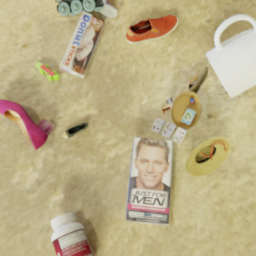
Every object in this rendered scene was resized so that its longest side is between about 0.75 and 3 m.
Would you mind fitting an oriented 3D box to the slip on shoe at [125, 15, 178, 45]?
[{"bbox_3d":[1.084,-4.421,12.315,2.528,0.773,0.936,-21,71,-8],"label":"slip on shoe"}]

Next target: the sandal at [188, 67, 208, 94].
[{"bbox_3d":[2.761,-1.866,11.527,0.473,0.703,1.751,27,68,21],"label":"sandal"}]

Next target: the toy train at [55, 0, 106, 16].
[{"bbox_3d":[-2.098,-5.666,12.084,2.479,1.057,1.413,2,111,26],"label":"toy train"}]

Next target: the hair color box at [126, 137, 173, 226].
[{"bbox_3d":[0.770,1.907,10.129,1.477,0.894,2.953,5,71,1],"label":"hair color box"}]

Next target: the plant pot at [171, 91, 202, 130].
[{"bbox_3d":[2.243,-0.685,10.965,1.509,0.207,1.509,-7,106,-27],"label":"plant pot"}]

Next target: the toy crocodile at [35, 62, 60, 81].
[{"bbox_3d":[-3.400,-2.386,11.828,1.277,0.394,0.431,38,76,12],"label":"toy crocodile"}]

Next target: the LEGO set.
[{"bbox_3d":[1.896,-0.428,11.087,1.368,0.449,1.831,26,87,25],"label":"LEGO set"}]

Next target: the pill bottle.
[{"bbox_3d":[-1.875,3.918,9.303,1.116,1.116,1.975,-22,67,-7],"label":"pill bottle"}]

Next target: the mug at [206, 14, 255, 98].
[{"bbox_3d":[4.298,-2.845,10.418,2.400,2.021,2.737,-30,116,22],"label":"mug"}]

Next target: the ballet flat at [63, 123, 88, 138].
[{"bbox_3d":[-2.094,0.063,11.047,1.071,0.304,0.356,-29,83,-9],"label":"ballet flat"}]

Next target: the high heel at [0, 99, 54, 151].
[{"bbox_3d":[-4.269,-0.134,10.743,2.631,0.886,1.262,28,54,-3],"label":"high heel"}]

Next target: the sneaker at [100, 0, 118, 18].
[{"bbox_3d":[-1.088,-5.825,12.862,1.791,0.649,1.021,31,71,10],"label":"sneaker"}]

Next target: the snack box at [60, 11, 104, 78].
[{"bbox_3d":[-1.961,-3.628,12.151,1.050,0.355,2.921,20,72,-8],"label":"snack box"}]

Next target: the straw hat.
[{"bbox_3d":[2.779,0.864,10.353,1.894,1.894,0.802,-21,40,-7],"label":"straw hat"}]
